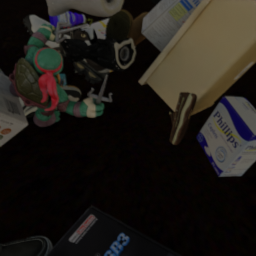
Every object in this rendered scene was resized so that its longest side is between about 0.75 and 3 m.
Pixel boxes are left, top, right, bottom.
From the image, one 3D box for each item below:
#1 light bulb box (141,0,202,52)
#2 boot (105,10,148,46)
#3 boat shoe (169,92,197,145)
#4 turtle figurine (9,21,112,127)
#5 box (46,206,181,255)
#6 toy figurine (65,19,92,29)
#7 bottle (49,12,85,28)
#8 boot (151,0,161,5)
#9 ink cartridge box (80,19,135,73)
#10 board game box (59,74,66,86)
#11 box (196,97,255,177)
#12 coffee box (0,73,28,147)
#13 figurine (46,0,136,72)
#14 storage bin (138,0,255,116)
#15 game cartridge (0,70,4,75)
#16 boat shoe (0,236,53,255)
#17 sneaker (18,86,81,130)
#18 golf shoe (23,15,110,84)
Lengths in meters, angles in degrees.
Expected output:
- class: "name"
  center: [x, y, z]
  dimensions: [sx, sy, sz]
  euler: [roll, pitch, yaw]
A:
- class: "light bulb box"
  center: [1.290, -2.368, 6.444]
  dimensions: [1.399, 1.411, 0.881]
  euler: [36, 38, -27]
- class: "boot"
  center: [0.116, -3.201, 8.867]
  dimensions: [0.726, 1.922, 2.195]
  euler: [39, 52, 3]
- class: "boat shoe"
  center: [0.870, -0.175, 4.835]
  dimensions: [0.344, 0.930, 0.343]
  euler: [21, -2, 26]
- class: "turtle figurine"
  center: [-1.520, -0.959, 5.346]
  dimensions: [1.399, 2.080, 2.779]
  euler: [-19, -4, -34]
- class: "box"
  center: [-0.423, 2.883, 4.838]
  dimensions: [2.496, 0.625, 2.515]
  euler: [22, 41, 26]
- class: "toy figurine"
  center: [-1.486, -3.234, 9.521]
  dimensions: [1.352, 0.713, 0.810]
  euler: [15, 0, 34]
- class: "bottle"
  center: [-1.644, -2.966, 7.661]
  dimensions: [0.962, 0.402, 0.314]
  euler: [-16, 10, -32]
- class: "boot"
  center: [0.905, -3.739, 8.995]
  dimensions: [1.049, 0.418, 1.273]
  euler: [17, 79, 45]
- class: "ink cartridge box"
  center: [-1.105, -3.439, 12.169]
  dimensions: [1.592, 1.635, 2.543]
  euler: [44, 52, 12]
- class: "board game box"
  center: [-3.661, -1.633, 11.045]
  dimensions: [2.055, 0.482, 1.552]
  euler: [2, 36, 3]
- class: "box"
  center: [2.150, 0.184, 5.778]
  dimensions: [0.659, 1.255, 1.155]
  euler: [3, 43, -23]
- class: "coffee box"
  center: [-3.363, -0.412, 6.041]
  dimensions: [1.445, 1.459, 1.461]
  euler: [-35, 63, 11]
- class: "figurine"
  center: [-0.868, -2.013, 5.540]
  dimensions: [1.690, 1.732, 0.746]
  euler: [11, 44, 32]
- class: "storage bin"
  center: [2.228, -1.824, 6.772]
  dimensions: [1.361, 2.904, 2.884]
  euler: [49, 34, 13]
- class: "game cartridge"
  center: [-4.143, -1.616, 7.998]
  dimensions: [0.301, 0.992, 1.488]
  euler: [-23, 22, 13]
- class: "boat shoe"
  center: [-2.661, 2.627, 5.054]
  dimensions: [2.590, 0.733, 0.889]
  euler: [-19, 40, -23]
- class: "sneaker"
  center: [-2.686, -0.616, 9.504]
  dimensions: [2.609, 0.987, 1.144]
  euler: [-21, 63, -28]
- class: "golf shoe"
  center: [-1.624, -2.595, 8.248]
  dimensions: [2.828, 1.336, 1.099]
  euler: [34, 24, -13]
